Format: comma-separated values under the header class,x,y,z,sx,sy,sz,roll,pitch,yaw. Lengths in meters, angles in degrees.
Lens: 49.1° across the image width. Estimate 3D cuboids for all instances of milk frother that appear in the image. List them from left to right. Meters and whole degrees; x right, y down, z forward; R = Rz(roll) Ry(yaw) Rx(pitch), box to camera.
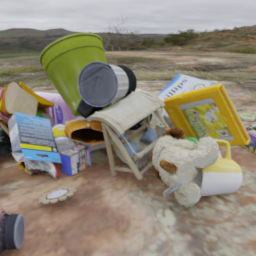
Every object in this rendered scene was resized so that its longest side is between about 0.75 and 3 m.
class,x,y,z,sx,sy,sz,roll,pitch,yaw
milk frother,-0.305,-0.954,9.289,2.280,2.058,2.145,24,16,12

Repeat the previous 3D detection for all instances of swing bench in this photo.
class,x,y,z,sx,sy,sz,roll,pitch,yaw
swing bench,0.226,0.116,8.865,1.409,2.172,2.160,-4,24,47

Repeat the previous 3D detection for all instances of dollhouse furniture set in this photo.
class,x,y,z,sx,sy,sz,roll,pitch,yaw
dollhouse furniture set,1.150,0.270,8.667,0.495,0.991,0.383,23,44,38

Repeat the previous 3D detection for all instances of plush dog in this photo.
class,x,y,z,sx,sy,sz,roll,pitch,yaw
plush dog,1.201,0.899,7.600,1.592,1.984,1.704,16,11,-23

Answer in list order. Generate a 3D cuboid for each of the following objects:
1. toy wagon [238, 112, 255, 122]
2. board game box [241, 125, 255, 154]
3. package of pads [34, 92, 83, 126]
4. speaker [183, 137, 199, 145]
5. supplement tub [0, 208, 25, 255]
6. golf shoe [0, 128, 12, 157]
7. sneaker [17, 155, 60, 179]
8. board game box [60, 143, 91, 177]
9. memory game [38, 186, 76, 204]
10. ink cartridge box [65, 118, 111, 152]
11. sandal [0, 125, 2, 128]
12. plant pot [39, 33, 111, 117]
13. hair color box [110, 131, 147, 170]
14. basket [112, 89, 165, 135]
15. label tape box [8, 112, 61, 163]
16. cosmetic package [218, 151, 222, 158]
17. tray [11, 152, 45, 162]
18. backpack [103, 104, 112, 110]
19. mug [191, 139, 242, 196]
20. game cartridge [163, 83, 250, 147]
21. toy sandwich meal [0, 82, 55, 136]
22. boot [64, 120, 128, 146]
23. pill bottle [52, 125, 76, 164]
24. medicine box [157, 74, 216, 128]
class,x,y,z,sx,sy,sz,roll,pitch,yaw
toy wagon,6.100,-0.588,14.378,0.830,0.212,1.070,5,21,12
board game box,5.279,0.464,11.123,1.581,0.542,1.912,-6,21,-19
package of pads,-3.257,-0.778,12.971,2.571,1.549,0.973,9,22,21
speaker,1.853,0.913,9.609,0.803,0.803,1.816,14,25,32
supplement tub,-3.250,2.191,5.819,1.990,1.064,1.064,-2,21,-4
golf shoe,-4.965,1.023,9.284,1.364,1.122,2.887,-15,17,14
sneaker,-2.868,1.304,8.997,1.681,0.654,0.691,15,49,32
board game box,-1.721,1.041,9.297,0.454,0.748,0.938,13,24,32
memory game,-1.909,1.818,7.583,1.048,0.067,1.048,-13,9,2
ink cartridge box,-1.575,0.213,11.405,1.369,0.803,1.869,-16,27,-30
sandal,-5.879,-0.643,14.101,0.884,0.498,2.326,-4,21,-11
plant pot,-1.846,-1.914,11.258,2.669,2.570,2.669,-21,-9,-3
hair color box,0.015,0.708,9.624,0.447,0.739,1.478,-30,48,-27
basket,0.344,-0.635,11.533,1.770,1.786,1.437,30,15,36
label tape box,-2.944,0.445,8.757,1.275,0.559,1.768,14,42,-46
cosmetic package,2.805,1.236,9.278,0.655,0.402,1.587,4,21,8
tray,-3.896,0.796,10.663,1.188,0.245,2.212,-15,25,-32
backpack,-1.183,-0.816,13.510,0.954,1.245,1.094,-11,19,19
mug,2.508,1.230,7.862,1.234,1.503,1.204,3,33,-5
game cartridge,2.554,-0.256,9.626,2.527,2.227,0.410,-12,27,52
toy sandwich meal,-3.746,-0.587,10.480,0.916,2.675,2.675,-27,7,30
boot,-0.844,0.119,9.588,2.632,0.926,1.884,-3,13,-21
pill bottle,-2.470,0.507,10.368,1.003,1.003,1.802,-5,20,-14
medicine box,2.488,-0.946,12.179,2.279,1.288,2.502,-45,38,-10
